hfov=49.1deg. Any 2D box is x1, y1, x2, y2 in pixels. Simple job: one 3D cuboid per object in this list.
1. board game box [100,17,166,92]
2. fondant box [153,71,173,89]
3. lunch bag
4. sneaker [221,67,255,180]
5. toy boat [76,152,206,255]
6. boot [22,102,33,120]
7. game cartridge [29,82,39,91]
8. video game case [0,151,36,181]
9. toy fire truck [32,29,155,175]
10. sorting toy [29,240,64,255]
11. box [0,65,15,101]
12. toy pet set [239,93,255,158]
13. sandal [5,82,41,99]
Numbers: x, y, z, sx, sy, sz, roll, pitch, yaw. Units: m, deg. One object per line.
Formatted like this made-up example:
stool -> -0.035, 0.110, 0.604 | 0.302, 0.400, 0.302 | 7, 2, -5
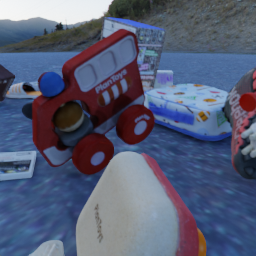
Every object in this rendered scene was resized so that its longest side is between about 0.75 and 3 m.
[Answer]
board game box -> -0.017, -2.540, 10.530 | 1.303, 2.692, 2.146 | -10, 32, -37
fondant box -> 1.073, -1.844, 11.980 | 1.616, 1.166, 0.471 | 0, 19, 0
lunch bag -> 1.865, -0.542, 8.304 | 2.307, 1.088, 2.879 | -18, 27, -39
sneaker -> 2.562, -0.173, 5.775 | 0.993, 2.810, 1.373 | 30, -26, -12
toy boat -> 0.269, 1.208, 3.182 | 1.396, 1.394, 2.136 | 27, 11, -19
boot -> -2.787, -0.789, 9.616 | 1.881, 0.684, 1.998 | -10, 20, -27
game cartridge -> -4.268, -2.118, 14.184 | 1.657, 0.339, 1.103 | 15, 28, 38
video game case -> -2.575, 0.783, 5.785 | 1.221, 0.143, 1.110 | -3, 18, -12
toy fire truck -> -0.749, -0.467, 5.445 | 2.547, 2.139, 1.428 | -35, 48, -16
sorting toy -> -1.122, 1.623, 2.960 | 0.702, 0.417, 0.780 | -5, 19, 11
box -> -5.515, -1.739, 10.604 | 1.351, 1.365, 1.645 | 37, 22, -1
toy pet set -> 2.762, 0.470, 3.769 | 1.158, 2.036, 2.181 | -22, 27, -30
sandal -> -4.346, -1.673, 12.267 | 2.284, 0.655, 0.875 | 3, 19, 10
